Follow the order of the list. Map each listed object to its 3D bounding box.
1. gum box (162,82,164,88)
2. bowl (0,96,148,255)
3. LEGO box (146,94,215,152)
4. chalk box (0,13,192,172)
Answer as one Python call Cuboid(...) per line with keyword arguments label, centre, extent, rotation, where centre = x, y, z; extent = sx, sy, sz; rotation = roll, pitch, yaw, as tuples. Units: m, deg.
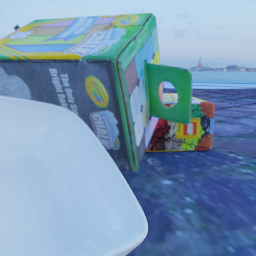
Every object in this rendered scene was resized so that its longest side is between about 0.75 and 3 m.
Cuboid(label="gum box", centre=(0.076, -0.983, 6.203), extent=(1.397, 0.462, 0.793), rotation=(-11, 10, 8))
Cuboid(label="bowl", centre=(-0.928, 0.484, 2.201), extent=(1.783, 0.665, 1.780), rotation=(3, 38, -42))
Cuboid(label="LEGO box", centre=(0.647, -0.243, 6.632), extent=(1.895, 0.982, 2.544), rotation=(-1, 11, -5))
Cuboid(label="chalk box", centre=(-0.411, -0.584, 4.070), extent=(2.677, 1.666, 1.657), rotation=(5, 39, 18))
